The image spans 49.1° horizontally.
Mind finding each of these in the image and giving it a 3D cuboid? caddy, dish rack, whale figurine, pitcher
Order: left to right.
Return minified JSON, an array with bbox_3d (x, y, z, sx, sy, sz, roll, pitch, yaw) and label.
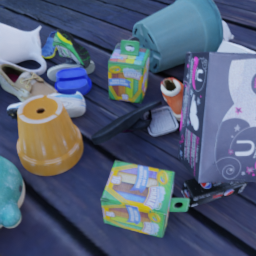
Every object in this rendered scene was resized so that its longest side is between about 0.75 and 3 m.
[{"bbox_3d":[-3.505,1.770,6.087,2.274,1.483,2.859,6,44,6],"label":"whale figurine"},{"bbox_3d":[-4.829,-2.983,10.990,2.975,1.803,2.552,-6,54,-22],"label":"pitcher"},{"bbox_3d":[-2.016,-1.616,10.193,1.327,0.697,0.938,-7,68,-6],"label":"caddy"},{"bbox_3d":[1.033,-0.172,8.896,0.932,0.236,1.086,-16,44,2],"label":"dish rack"}]

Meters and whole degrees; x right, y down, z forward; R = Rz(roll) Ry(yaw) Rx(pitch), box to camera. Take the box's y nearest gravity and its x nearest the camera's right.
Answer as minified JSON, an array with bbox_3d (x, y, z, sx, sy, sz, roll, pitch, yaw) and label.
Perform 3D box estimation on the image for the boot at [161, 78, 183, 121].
[{"bbox_3d":[1.433,-1.264,9.022,0.824,1.178,2.196,-31,31,11],"label":"boot"}]

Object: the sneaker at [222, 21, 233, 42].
[{"bbox_3d":[3.518,-4.396,12.880,2.585,0.971,1.486,35,53,24],"label":"sneaker"}]

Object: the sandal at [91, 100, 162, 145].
[{"bbox_3d":[0.055,-0.084,8.371,2.685,0.643,1.009,-33,13,-34],"label":"sandal"}]

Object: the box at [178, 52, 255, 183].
[{"bbox_3d":[2.367,-0.305,6.592,1.876,2.839,1.629,0,16,-6],"label":"box"}]

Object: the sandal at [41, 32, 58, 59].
[{"bbox_3d":[-3.403,-3.628,12.233,0.668,0.731,1.680,12,47,9],"label":"sandal"}]

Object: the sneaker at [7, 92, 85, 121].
[{"bbox_3d":[-2.610,-0.685,9.041,2.420,0.870,0.877,-7,58,-16],"label":"sneaker"}]

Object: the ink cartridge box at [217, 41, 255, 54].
[{"bbox_3d":[3.085,-1.535,8.774,1.509,2.055,0.852,-8,41,-48],"label":"ink cartridge box"}]

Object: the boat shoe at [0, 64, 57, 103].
[{"bbox_3d":[-3.583,-1.526,9.904,2.763,0.917,1.023,22,48,21],"label":"boat shoe"}]

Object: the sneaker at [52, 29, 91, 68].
[{"bbox_3d":[-2.162,-2.915,10.767,1.862,0.793,0.727,46,32,14],"label":"sneaker"}]

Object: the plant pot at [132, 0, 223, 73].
[{"bbox_3d":[1.780,-3.586,11.008,2.651,2.706,2.706,-26,50,-15],"label":"plant pot"}]

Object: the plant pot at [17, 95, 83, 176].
[{"bbox_3d":[-2.237,0.088,7.695,1.823,1.669,1.823,0,44,0],"label":"plant pot"}]

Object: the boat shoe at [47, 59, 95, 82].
[{"bbox_3d":[-2.245,-2.265,10.845,1.946,0.726,0.606,-24,47,-31],"label":"boat shoe"}]

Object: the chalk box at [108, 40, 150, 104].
[{"bbox_3d":[0.035,-2.021,9.663,1.225,1.963,1.217,9,45,9],"label":"chalk box"}]

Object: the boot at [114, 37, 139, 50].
[{"bbox_3d":[-0.181,-3.006,10.829,0.591,1.694,1.115,-2,51,-29],"label":"boot"}]

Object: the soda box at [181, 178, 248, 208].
[{"bbox_3d":[2.165,1.490,7.091,1.533,0.486,0.543,-11,47,-13],"label":"soda box"}]

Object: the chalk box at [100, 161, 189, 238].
[{"bbox_3d":[0.443,1.676,6.437,1.844,1.147,1.142,10,45,12],"label":"chalk box"}]
